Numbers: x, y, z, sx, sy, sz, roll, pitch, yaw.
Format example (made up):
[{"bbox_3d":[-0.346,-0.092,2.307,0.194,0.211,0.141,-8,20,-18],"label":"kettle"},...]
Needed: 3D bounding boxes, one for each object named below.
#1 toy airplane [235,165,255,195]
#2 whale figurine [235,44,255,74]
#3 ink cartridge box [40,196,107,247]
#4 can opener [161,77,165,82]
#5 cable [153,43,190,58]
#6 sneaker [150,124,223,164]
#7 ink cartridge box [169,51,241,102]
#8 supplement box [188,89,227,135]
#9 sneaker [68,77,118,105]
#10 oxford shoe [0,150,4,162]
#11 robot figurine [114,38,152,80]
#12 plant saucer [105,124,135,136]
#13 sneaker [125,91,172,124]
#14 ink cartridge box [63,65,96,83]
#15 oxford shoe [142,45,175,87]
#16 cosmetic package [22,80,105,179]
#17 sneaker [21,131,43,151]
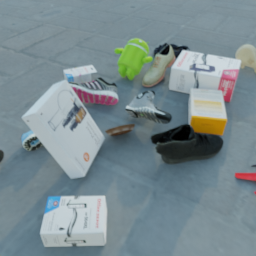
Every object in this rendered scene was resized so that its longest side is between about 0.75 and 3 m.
[{"bbox_3d":[4.230,1.723,8.812,1.644,0.302,1.644,-1,39,1],"label":"toy airplane"},{"bbox_3d":[6.401,-3.604,14.591,1.636,1.302,0.849,46,39,7],"label":"whale figurine"},{"bbox_3d":[-1.405,2.496,7.566,1.610,0.679,1.175,-1,39,-2],"label":"ink cartridge box"},{"bbox_3d":[1.593,-2.631,14.185,0.316,0.250,0.951,-19,44,-12],"label":"can opener"},{"bbox_3d":[2.353,-4.463,16.171,2.174,0.552,1.774,-24,45,-25],"label":"cable"},{"bbox_3d":[2.069,0.461,9.335,2.817,1.469,0.846,-13,51,-13],"label":"sneaker"},{"bbox_3d":[3.606,-2.508,13.249,2.885,1.216,2.088,15,42,17],"label":"ink cartridge box"},{"bbox_3d":[3.160,-0.700,11.378,1.338,0.781,2.124,6,40,8],"label":"supplement box"},{"bbox_3d":[-1.550,-1.714,12.352,2.420,0.892,1.058,10,55,3],"label":"sneaker"},{"bbox_3d":[-5.077,1.261,9.079,0.736,0.736,2.065,25,46,35],"label":"oxford shoe"},{"bbox_3d":[0.260,-3.492,13.962,1.846,1.217,2.104,23,82,22],"label":"robot figurine"},{"bbox_3d":[-0.281,0.098,10.418,1.154,1.154,0.211,-11,81,-14],"label":"plant saucer"},{"bbox_3d":[0.941,-0.941,11.044,2.109,0.791,1.218,15,66,36],"label":"sneaker"},{"bbox_3d":[-2.368,-2.613,13.938,1.494,0.507,0.860,-15,42,-18],"label":"ink cartridge box"},{"bbox_3d":[1.416,-3.085,13.818,0.920,0.959,2.599,17,58,31],"label":"oxford shoe"},{"bbox_3d":[-1.941,0.048,9.100,0.670,2.593,1.955,-13,32,31],"label":"cosmetic package"},{"bbox_3d":[-3.118,0.096,10.481,1.887,0.739,0.849,-24,42,-27],"label":"sneaker"}]
